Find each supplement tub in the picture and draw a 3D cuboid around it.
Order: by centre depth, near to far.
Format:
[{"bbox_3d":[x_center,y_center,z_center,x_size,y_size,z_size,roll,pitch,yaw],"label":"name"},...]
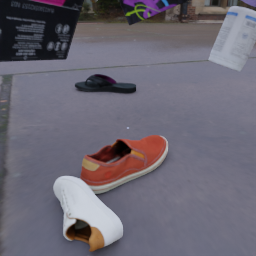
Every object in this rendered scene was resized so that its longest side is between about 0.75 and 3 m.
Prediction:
[{"bbox_3d":[1.766,-1.450,4.594,0.592,0.898,0.592,18,20,-7],"label":"supplement tub"}]

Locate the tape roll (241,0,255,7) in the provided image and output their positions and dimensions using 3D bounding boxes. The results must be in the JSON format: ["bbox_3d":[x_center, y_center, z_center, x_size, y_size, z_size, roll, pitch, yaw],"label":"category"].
[{"bbox_3d":[2.471,-2.597,3.642,2.340,0.768,2.340,3,-14,1],"label":"tape roll"}]

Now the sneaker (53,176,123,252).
[{"bbox_3d":[-0.753,1.137,3.897,0.608,0.523,1.436,-18,31,-40],"label":"sneaker"}]

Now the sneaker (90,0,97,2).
[{"bbox_3d":[-1.200,-4.302,8.732,0.307,0.356,0.812,11,-16,35],"label":"sneaker"}]

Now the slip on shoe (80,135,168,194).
[{"bbox_3d":[0.024,0.496,5.196,2.114,0.647,0.783,-20,29,-41],"label":"slip on shoe"}]

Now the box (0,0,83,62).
[{"bbox_3d":[-1.889,-1.861,4.126,1.264,1.456,2.203,34,27,18],"label":"box"}]

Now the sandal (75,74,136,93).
[{"bbox_3d":[-0.806,-1.638,10.073,2.228,0.533,0.837,4,24,8],"label":"sandal"}]

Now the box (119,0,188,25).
[{"bbox_3d":[0.705,-3.953,7.664,2.126,1.520,0.384,-16,27,23],"label":"box"}]
